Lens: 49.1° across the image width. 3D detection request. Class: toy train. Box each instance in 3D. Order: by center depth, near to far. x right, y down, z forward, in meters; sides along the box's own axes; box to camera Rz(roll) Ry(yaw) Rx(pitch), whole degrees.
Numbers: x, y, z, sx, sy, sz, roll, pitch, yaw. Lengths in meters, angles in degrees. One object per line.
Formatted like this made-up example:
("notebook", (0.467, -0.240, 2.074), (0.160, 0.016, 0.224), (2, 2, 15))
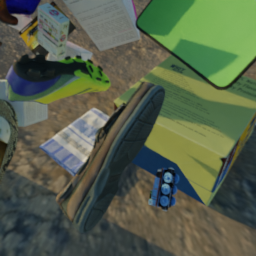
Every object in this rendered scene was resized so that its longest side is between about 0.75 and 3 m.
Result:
("toy train", (0.639, 1.089, 5.052), (0.437, 0.332, 0.766), (3, 81, 44))

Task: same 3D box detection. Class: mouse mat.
("mouse mat", (1.617, -2.347, 5.363), (2.399, 0.112, 2.981), (-49, 54, 13))

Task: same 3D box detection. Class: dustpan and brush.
("dustpan and brush", (-3.414, -3.450, 8.605), (1.781, 0.730, 2.551), (26, 27, -7))

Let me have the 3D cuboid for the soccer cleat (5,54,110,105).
("soccer cleat", (-1.199, -0.813, 5.070), (2.098, 0.878, 0.678), (-9, 57, -51))

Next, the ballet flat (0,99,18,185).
("ballet flat", (-2.518, 0.540, 5.025), (0.818, 0.908, 2.410), (12, 76, -15))

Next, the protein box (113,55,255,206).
("protein box", (1.624, -0.165, 7.411), (2.854, 1.940, 2.875), (28, 52, 25))

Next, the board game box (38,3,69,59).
("board game box", (-1.648, -2.096, 6.104), (0.675, 0.915, 0.294), (40, 53, 12))

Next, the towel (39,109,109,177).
("towel", (-1.229, 0.304, 8.151), (1.622, 0.263, 2.208), (32, 54, 28))

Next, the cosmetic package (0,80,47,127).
("cosmetic package", (-2.507, -0.600, 6.328), (0.958, 0.964, 1.152), (3, 10, 8))

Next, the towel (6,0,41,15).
("towel", (-2.513, -3.547, 7.015), (1.109, 0.372, 1.502), (13, 76, 28))

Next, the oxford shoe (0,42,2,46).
("oxford shoe", (-2.830, -1.389, 5.273), (0.879, 2.083, 0.757), (-4, 24, -29))

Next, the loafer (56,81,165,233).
("loafer", (-0.332, 0.333, 3.967), (0.739, 0.844, 2.350), (31, 98, 23))

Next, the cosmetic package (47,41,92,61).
("cosmetic package", (-1.673, -1.959, 7.974), (0.929, 0.778, 0.773), (27, 20, 8))

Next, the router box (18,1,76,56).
("router box", (-2.072, -2.478, 7.134), (1.237, 0.323, 0.973), (-41, 64, 3))

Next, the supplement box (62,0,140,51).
("supplement box", (-0.740, -3.546, 7.632), (1.417, 2.742, 1.387), (-14, 68, 15))

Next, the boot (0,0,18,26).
("boot", (-2.806, -3.119, 6.461), (1.247, 1.174, 0.427), (-51, 50, 13))
